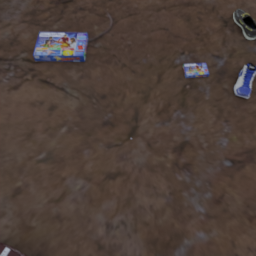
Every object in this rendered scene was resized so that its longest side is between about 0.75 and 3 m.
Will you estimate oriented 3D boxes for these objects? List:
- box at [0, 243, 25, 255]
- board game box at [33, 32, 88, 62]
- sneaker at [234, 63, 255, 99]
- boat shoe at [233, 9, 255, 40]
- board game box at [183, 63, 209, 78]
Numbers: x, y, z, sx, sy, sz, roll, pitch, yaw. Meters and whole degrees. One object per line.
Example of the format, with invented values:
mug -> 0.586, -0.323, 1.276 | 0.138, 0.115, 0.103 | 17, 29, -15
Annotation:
box -> -2.945, 3.555, 6.904 | 1.149, 0.943, 0.953 | 23, 62, 13
board game box -> -2.664, -3.255, 11.194 | 1.974, 0.340, 1.336 | 2, 60, 1
sneaker -> 4.263, -1.829, 10.096 | 0.572, 0.817, 1.415 | 16, 61, 10
boat shoe -> 4.994, -4.491, 11.808 | 0.618, 0.522, 1.734 | -11, 61, -6
board game box -> 2.584, -2.199, 10.698 | 0.880, 0.152, 0.595 | -4, 60, -2
